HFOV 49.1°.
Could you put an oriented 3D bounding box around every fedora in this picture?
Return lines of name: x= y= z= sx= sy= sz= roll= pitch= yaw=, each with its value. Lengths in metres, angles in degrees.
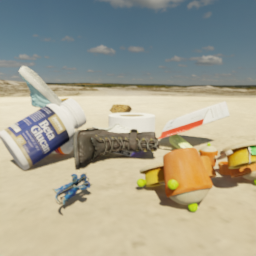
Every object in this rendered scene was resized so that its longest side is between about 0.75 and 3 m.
fedora: x=-3.992 y=-0.917 z=15.442 sx=2.093 sy=0.853 sz=2.093 roll=-24 pitch=2 yaw=1

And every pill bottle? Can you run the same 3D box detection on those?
pill bottle: x=-2.555 y=0.272 z=8.420 sx=1.744 sy=0.955 sz=0.955 roll=2 pitch=9 yaw=12
pill bottle: x=-2.070 y=0.069 z=7.081 sx=1.966 sy=1.092 sz=1.092 roll=-36 pitch=27 yaw=-26

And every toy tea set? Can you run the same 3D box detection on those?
toy tea set: x=1.602 y=0.958 z=5.229 sx=2.710 sy=1.003 sz=1.611 roll=-6 pitch=-19 yaw=-15
toy tea set: x=2.337 y=0.725 z=6.634 sx=1.591 sy=0.589 sz=0.946 roll=3 pitch=9 yaw=21

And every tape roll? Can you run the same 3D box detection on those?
tape roll: x=0.146 y=-0.209 z=12.215 sx=2.054 sy=0.719 sz=2.054 roll=0 pitch=9 yaw=0

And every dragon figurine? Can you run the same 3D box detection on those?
dragon figurine: x=-0.914 y=0.976 z=4.644 sx=0.549 sy=0.325 sz=1.104 roll=-38 pitch=-10 yaw=-5

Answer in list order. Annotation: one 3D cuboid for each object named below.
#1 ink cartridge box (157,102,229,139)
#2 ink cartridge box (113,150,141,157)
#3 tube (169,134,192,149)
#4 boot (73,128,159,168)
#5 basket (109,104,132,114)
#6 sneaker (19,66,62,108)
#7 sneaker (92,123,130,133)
ink cartridge box: x=1.876 y=-0.184 z=9.181 sx=2.355 sy=0.672 sz=1.914 roll=-10 pitch=-7 yaw=-39
ink cartridge box: x=0.048 y=0.649 z=8.406 sx=0.830 sy=0.180 sz=0.822 roll=10 pitch=13 yaw=19
tube: x=1.645 y=0.522 z=8.695 sx=0.451 sy=0.403 sz=1.554 roll=-18 pitch=12 yaw=-4
boot: x=-0.227 y=0.404 z=7.498 sx=2.114 sy=0.841 sz=2.429 roll=1 pitch=14 yaw=9
basket: x=-0.422 y=-1.011 z=15.160 sx=0.869 sy=0.907 sz=1.218 roll=39 pitch=2 yaw=12
sneaker: x=-3.762 y=-1.353 z=11.644 sx=1.044 sy=2.547 sz=0.941 roll=-35 pitch=38 yaw=3
sneaker: x=-0.233 y=0.224 z=9.332 sx=2.068 sy=0.732 sz=0.755 roll=-3 pitch=12 yaw=-9
